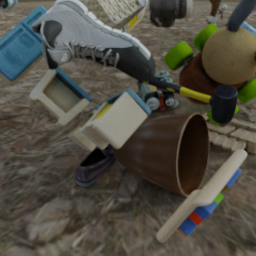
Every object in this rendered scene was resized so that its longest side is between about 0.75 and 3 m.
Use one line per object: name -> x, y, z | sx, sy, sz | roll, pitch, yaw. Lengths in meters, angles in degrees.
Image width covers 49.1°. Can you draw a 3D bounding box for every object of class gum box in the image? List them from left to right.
gum box -> 3.827, -2.453, 8.175 | 2.110, 0.470, 1.793 | 40, 29, 7

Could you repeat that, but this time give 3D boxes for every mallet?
mallet -> 1.097, -0.613, 5.425 | 2.015, 0.664, 0.415 | 19, 51, 35

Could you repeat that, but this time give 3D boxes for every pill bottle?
pill bottle -> -0.352, -3.779, 9.184 | 1.451, 1.451, 2.580 | 14, 47, 23

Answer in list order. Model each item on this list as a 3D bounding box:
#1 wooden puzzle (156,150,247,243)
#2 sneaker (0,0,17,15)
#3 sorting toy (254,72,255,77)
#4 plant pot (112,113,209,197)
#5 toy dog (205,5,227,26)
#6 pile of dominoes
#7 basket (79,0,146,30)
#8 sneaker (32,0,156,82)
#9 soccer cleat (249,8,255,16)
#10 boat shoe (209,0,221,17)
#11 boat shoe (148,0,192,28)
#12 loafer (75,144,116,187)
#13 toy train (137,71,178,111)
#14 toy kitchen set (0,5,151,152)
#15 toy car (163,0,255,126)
wooden puzzle -> 0.890, 0.849, 3.269 | 0.261, 1.128, 1.045 | 43, 49, 15
sneaker -> -3.489, -3.422, 7.888 | 1.008, 0.391, 0.435 | 0, 24, 36
sorting toy -> 4.079, -1.565, 8.522 | 0.203, 1.516, 1.129 | -19, 22, 15
plant pot -> 0.687, 0.540, 6.923 | 2.050, 1.916, 1.916 | 5, 28, 34
toy dog -> 2.913, -3.744, 9.396 | 0.556, 0.843, 0.406 | 29, 36, 15
pile of dominoes -> 3.009, 0.204, 8.930 | 1.910, 0.390, 2.450 | -22, 29, -32
basket -> -0.540, -2.904, 6.825 | 1.041, 1.144, 1.687 | -43, 15, -20
sneaker -> -0.710, -1.246, 4.848 | 2.241, 0.841, 1.294 | 36, 61, 9
soccer cleat -> 3.823, -3.270, 7.469 | 1.397, 0.595, 0.479 | -22, 23, 49
boat shoe -> 2.143, -3.250, 6.884 | 0.350, 1.030, 0.370 | 14, 50, 8
boat shoe -> 0.735, -2.700, 6.188 | 0.779, 0.914, 2.735 | -5, 17, 0
loafer -> -0.778, 0.811, 7.435 | 0.647, 0.567, 1.801 | 12, 32, 20
toy train -> 1.117, -1.425, 11.003 | 1.353, 1.012, 2.375 | -13, 32, 3
toy kitchen set -> -1.083, -1.121, 5.522 | 1.725, 2.928, 2.346 | -52, 15, -19
toy car -> 2.494, -1.724, 6.526 | 2.192, 2.778, 2.282 | -34, 83, -19
